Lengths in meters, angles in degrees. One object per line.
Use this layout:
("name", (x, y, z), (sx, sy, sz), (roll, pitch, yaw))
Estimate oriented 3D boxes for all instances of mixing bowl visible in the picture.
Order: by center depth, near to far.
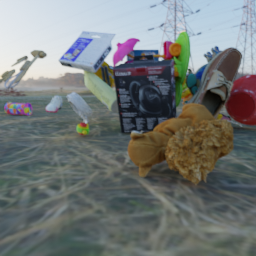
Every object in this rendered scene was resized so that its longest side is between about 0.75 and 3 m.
("mixing bowl", (4.247, -0.903, 10.023), (1.926, 1.926, 1.043), (7, 18, 41))

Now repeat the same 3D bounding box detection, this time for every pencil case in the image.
("pencil case", (-6.065, -1.061, 15.489), (1.717, 0.759, 0.759), (7, 11, 31))

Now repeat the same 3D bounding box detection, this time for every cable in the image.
("cable", (-2.121, -0.964, 12.201), (0.450, 1.299, 1.299), (-41, 41, -15))

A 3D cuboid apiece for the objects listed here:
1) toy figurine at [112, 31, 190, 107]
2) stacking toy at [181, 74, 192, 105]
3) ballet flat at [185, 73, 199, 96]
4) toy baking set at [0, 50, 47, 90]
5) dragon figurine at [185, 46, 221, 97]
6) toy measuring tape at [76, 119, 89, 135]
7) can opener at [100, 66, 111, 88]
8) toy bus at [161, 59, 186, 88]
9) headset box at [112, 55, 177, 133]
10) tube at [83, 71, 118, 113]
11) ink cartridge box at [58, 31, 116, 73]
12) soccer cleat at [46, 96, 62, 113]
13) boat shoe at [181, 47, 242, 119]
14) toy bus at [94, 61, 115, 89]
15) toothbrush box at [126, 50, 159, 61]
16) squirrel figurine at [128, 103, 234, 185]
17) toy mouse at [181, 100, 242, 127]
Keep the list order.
("toy figurine", (0.632, -2.075, 9.617), (2.395, 2.602, 1.954), (3, 6, -7))
("stacking toy", (2.720, -1.910, 12.652), (1.565, 2.696, 1.480), (-35, 0, 7))
("ballet flat", (2.137, -1.477, 9.446), (0.400, 0.400, 1.132), (6, -32, 36))
("toy baking set", (-3.325, -1.859, 8.876), (1.778, 0.270, 2.316), (-50, 36, -17))
("dragon figurine", (2.945, -1.463, 9.720), (1.486, 2.990, 0.880), (-13, -19, 0))
("toy measuring tape", (-1.480, -0.056, 8.969), (0.390, 0.390, 1.059), (-2, 25, -14))
("can opener", (-0.888, -1.908, 11.184), (0.295, 1.106, 0.370), (-11, 18, -6))
("toy bus", (1.703, -1.736, 12.318), (0.921, 2.831, 1.108), (-4, 44, -26))
("headset box", (0.571, -1.072, 8.839), (1.777, 2.388, 0.922), (-1, 22, 16))
("tube", (-1.089, -1.517, 10.879), (0.666, 0.744, 2.565), (19, 19, -51))
("ink cartridge box", (-1.596, -3.108, 11.276), (1.840, 1.857, 0.403), (17, -26, 31))
("soccer cleat", (-3.100, -1.016, 11.716), (0.501, 0.619, 1.434), (8, 14, -3))
("boat shoe", (2.686, -1.122, 8.454), (1.066, 2.815, 1.011), (27, 3, -15))
("toy bus", (-1.214, -2.477, 11.777), (1.868, 0.608, 0.731), (41, 43, 6))
("toothbrush box", (0.598, -1.591, 11.200), (1.227, 2.876, 2.106), (1, 12, 5))
("squirrel figurine", (0.854, 0.277, 4.902), (1.613, 1.223, 1.729), (-10, 8, -19))
("toy mouse", (2.950, -0.518, 10.690), (2.520, 0.488, 2.240), (20, 12, -1))
